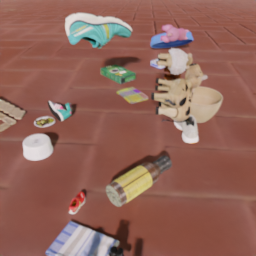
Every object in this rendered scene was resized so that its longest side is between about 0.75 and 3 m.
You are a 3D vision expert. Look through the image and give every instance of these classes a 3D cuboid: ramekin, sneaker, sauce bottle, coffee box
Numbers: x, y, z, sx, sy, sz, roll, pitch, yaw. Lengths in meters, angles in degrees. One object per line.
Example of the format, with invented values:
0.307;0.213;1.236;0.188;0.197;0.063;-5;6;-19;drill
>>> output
-3.233;0.654;9.975;1.024;0.499;1.024;0;33;0;ramekin
2.334;-0.252;11.024;0.732;0.889;1.932;-4;33;-8;sneaker
0.416;1.517;8.424;2.287;0.740;0.740;-24;40;-34;sauce bottle
-2.897;-0.865;12.236;0.838;0.581;1.389;-26;49;-27;sneaker
-1.435;2.074;7.919;0.297;0.328;0.772;8;34;13;sneaker
-1.141;-3.751;11.135;2.936;1.169;1.138;-10;10;-36;sneaker
-0.580;-3.046;15.809;1.148;0.411;1.867;-25;41;-34;coffee box

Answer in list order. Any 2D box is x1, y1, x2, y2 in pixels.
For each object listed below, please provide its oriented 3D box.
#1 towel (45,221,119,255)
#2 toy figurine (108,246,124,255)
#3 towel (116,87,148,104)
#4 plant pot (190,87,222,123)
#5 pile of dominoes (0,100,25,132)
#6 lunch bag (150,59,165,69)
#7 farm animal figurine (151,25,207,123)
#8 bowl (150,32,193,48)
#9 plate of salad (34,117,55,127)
-1.090;2.903;6.775;1.509;0.180;1.108;15;35;22;towel
-0.404;3.228;5.734;1.208;0.854;1.227;-15;33;-31;toy figurine
0.190;-1.599;13.796;1.059;0.168;1.475;-19;36;-26;towel
3.007;-0.873;11.763;1.672;1.122;1.672;0;33;0;plant pot
-5.867;-0.505;12.121;2.544;0.405;1.983;24;38;19;pile of dominoes
1.840;-3.921;17.240;0.940;0.355;0.753;29;45;36;lunch bag
1.542;-1.386;7.932;1.364;2.713;2.191;10;79;12;farm animal figurine
2.946;-6.023;19.166;2.885;0.566;2.885;-7;6;1;bowl
-3.496;-0.285;11.709;0.854;0.205;0.854;0;33;0;plate of salad
